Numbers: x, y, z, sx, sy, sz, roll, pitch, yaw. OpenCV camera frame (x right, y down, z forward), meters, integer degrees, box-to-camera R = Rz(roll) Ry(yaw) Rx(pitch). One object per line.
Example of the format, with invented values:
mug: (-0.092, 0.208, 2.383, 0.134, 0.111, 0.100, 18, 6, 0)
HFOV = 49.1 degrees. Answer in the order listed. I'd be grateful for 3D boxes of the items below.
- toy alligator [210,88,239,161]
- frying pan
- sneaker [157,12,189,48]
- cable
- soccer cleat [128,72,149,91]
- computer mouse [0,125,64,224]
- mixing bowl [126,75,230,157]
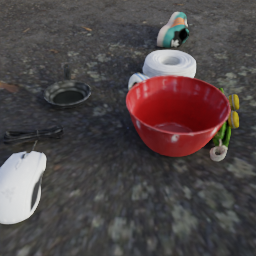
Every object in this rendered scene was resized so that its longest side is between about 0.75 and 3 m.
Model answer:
toy alligator: (2.401, -0.039, 7.259, 0.863, 0.625, 2.603, -10, 42, 32)
frying pan: (-2.086, -1.274, 8.866, 1.405, 0.378, 2.322, -21, 43, -24)
sneaker: (2.129, -4.068, 11.824, 1.032, 0.922, 2.583, 20, 50, 16)
cable: (1.406, -2.087, 9.613, 1.808, 0.626, 1.808, 17, 43, 19)
soccer cleat: (0.800, -1.241, 8.761, 1.677, 0.586, 0.724, 13, 58, 18)
computer mouse: (-2.292, 0.832, 6.208, 1.440, 0.576, 2.626, -2, 40, -4)
mixing bowl: (1.115, -0.156, 6.836, 2.355, 1.275, 2.355, 0, 40, 0)
